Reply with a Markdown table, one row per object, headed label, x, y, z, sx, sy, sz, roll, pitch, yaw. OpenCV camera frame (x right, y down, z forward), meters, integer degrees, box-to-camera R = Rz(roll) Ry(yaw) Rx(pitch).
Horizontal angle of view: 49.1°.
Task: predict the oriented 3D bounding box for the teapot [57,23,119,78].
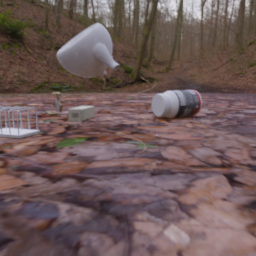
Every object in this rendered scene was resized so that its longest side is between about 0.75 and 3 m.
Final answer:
| label | x | y | z | sx | sy | sz | roll | pitch | yaw |
| --- | --- | --- | --- | --- | --- | --- | --- | --- | --- |
| teapot | -1.489 | -2.764 | 10.943 | 2.350 | 1.739 | 2.381 | -25 | 28 | 23 |

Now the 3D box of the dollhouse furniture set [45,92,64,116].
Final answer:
| label | x | y | z | sx | sy | sz | roll | pitch | yaw |
| --- | --- | --- | --- | --- | --- | --- | --- | --- | --- |
| dollhouse furniture set | -3.827 | -1.182 | 14.698 | 0.648 | 1.250 | 0.553 | 36 | 28 | 33 |

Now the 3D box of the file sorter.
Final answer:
| label | x | y | z | sx | sy | sz | roll | pitch | yaw |
| --- | --- | --- | --- | --- | --- | --- | --- | --- | --- |
| file sorter | -3.976 | -0.229 | 9.546 | 1.508 | 0.939 | 1.046 | 4 | 10 | 20 |

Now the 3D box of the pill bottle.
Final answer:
| label | x | y | z | sx | sy | sz | roll | pitch | yaw |
| --- | --- | --- | --- | --- | --- | --- | --- | --- | --- |
| pill bottle | 2.469 | -1.217 | 14.304 | 2.371 | 1.373 | 1.373 | -7 | 11 | -29 |

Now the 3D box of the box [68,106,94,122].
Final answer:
| label | x | y | z | sx | sy | sz | roll | pitch | yaw |
| --- | --- | --- | --- | --- | --- | --- | --- | --- | --- |
| box | -2.242 | -0.707 | 13.578 | 0.702 | 0.584 | 1.708 | 2 | 9 | 15 |
